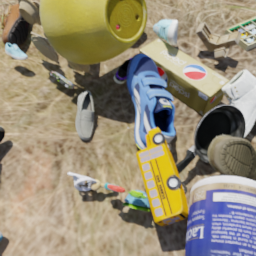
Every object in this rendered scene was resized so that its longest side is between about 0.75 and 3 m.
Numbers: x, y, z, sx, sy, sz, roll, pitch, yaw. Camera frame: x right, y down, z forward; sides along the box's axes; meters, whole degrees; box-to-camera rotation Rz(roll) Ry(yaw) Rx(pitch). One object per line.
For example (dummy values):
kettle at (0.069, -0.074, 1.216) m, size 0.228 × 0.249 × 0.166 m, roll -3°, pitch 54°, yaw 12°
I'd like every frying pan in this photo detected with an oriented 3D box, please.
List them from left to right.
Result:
frying pan at (1.977, 0.569, 7.077) m, size 2.573 × 1.557 × 0.419 m, roll -55°, pitch 29°, yaw 4°

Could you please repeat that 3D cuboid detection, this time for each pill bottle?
pill bottle at (1.943, 2.577, 5.357) m, size 1.710 × 1.710 × 2.956 m, roll 10°, pitch 54°, yaw 7°

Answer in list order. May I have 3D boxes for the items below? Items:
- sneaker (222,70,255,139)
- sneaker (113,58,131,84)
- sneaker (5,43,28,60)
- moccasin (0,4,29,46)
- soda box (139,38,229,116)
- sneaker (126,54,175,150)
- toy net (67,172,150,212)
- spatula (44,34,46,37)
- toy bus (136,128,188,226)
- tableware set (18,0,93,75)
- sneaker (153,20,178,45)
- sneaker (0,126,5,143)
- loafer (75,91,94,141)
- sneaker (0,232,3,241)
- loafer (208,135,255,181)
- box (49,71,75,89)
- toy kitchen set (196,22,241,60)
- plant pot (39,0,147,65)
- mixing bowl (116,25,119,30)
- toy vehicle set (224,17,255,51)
sneaker at (2.911, -0.551, 7.746) m, size 1.241 × 0.791 × 2.147 m, roll 35°, pitch 84°, yaw -11°
sneaker at (0.057, -2.068, 9.398) m, size 0.483 × 0.690 × 1.388 m, roll 33°, pitch 51°, yaw 0°
sneaker at (-3.764, -2.567, 9.367) m, size 0.933 × 0.382 × 0.345 m, roll 24°, pitch 40°, yaw 15°
moccasin at (-4.462, -4.014, 10.774) m, size 1.071 × 1.015 × 2.776 m, roll -5°, pitch 53°, yaw -2°
soda box at (1.681, -1.714, 9.090) m, size 0.992 × 0.938 × 2.929 m, roll -37°, pitch 62°, yaw -24°
sneaker at (0.708, -0.790, 7.653) m, size 1.047 × 1.165 × 2.832 m, roll -4°, pitch 78°, yaw -29°
toy net at (-0.548, 1.464, 6.481) m, size 2.166 × 1.136 × 0.418 m, roll 11°, pitch 80°, yaw 18°
spatula at (-2.108, -3.386, 10.683) m, size 2.654 × 0.273 × 0.750 m, roll 16°, pitch 95°, yaw 20°
toy bus at (0.724, 1.013, 6.108) m, size 0.777 × 0.646 × 1.984 m, roll -24°, pitch 57°, yaw 13°
tableware set at (-2.229, -2.722, 8.623) m, size 2.479 × 2.967 × 0.344 m, roll 31°, pitch 71°, yaw 13°
sneaker at (1.241, -3.208, 9.402) m, size 0.832 × 0.751 × 2.031 m, roll 2°, pitch 24°, yaw 8°
sneaker at (-3.652, 0.783, 7.194) m, size 0.992 × 0.698 × 1.868 m, roll 24°, pitch 54°, yaw 16°
loafer at (-1.237, -0.370, 8.129) m, size 0.508 × 0.507 × 1.454 m, roll 3°, pitch 72°, yaw -29°
sneaker at (-3.163, 2.633, 5.906) m, size 1.000 × 0.865 × 2.307 m, roll -14°, pitch 54°, yaw -17°
loafer at (2.549, 0.771, 6.690) m, size 0.874 × 2.592 × 0.985 m, roll 15°, pitch 85°, yaw 47°
box at (-2.138, -1.556, 9.132) m, size 0.784 × 0.431 × 0.136 m, roll 37°, pitch 104°, yaw 11°
toy kitchen set at (3.021, -3.029, 9.594) m, size 1.130 × 1.020 × 0.922 m, roll -1°, pitch 55°, yaw 51°
plant pot at (-0.651, -3.006, 7.466) m, size 2.741 × 2.741 × 1.946 m, roll -39°, pitch 37°, yaw -26°
mixing bowl at (0.120, -4.132, 10.775) m, size 0.803 × 1.482 × 1.482 m, roll -4°, pitch 49°, yaw -34°
toy vehicle set at (4.963, -3.786, 11.079) m, size 1.958 × 0.260 × 1.216 m, roll -26°, pitch 57°, yaw -18°
